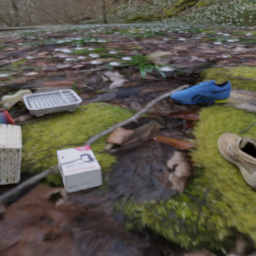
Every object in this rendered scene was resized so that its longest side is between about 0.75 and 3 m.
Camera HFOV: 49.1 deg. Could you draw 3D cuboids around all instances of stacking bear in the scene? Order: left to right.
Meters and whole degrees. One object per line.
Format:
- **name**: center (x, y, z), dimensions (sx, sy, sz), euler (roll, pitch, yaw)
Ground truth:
- **stacking bear**: center (-4.967, -0.178, 10.622), dimensions (1.022, 0.581, 0.621), euler (-29, 51, -14)

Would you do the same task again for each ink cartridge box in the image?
- **ink cartridge box**: center (-1.417, 1.132, 8.006), dimensions (0.990, 0.576, 1.367), euler (-10, 28, -19)

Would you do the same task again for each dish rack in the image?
- **dish rack**: center (-3.421, -1.113, 12.645), dimensions (2.331, 0.508, 2.001), euler (-11, 29, -24)

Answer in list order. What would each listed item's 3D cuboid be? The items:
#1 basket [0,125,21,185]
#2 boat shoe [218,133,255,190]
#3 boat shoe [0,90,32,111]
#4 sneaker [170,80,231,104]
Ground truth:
- **basket**: center (-3.667, 0.721, 7.974), dimensions (1.137, 1.249, 1.843), euler (3, 20, -22)
- **boat shoe**: center (3.595, 0.712, 8.434), dimensions (1.018, 0.921, 2.856), euler (-3, 24, -7)
- **boat shoe**: center (-4.999, -1.177, 12.832), dimensions (0.744, 0.700, 1.954), euler (36, 32, 7)
- **sneaker**: center (3.452, -1.781, 13.394), dimensions (2.896, 1.135, 0.955), euler (-3, 28, -2)
